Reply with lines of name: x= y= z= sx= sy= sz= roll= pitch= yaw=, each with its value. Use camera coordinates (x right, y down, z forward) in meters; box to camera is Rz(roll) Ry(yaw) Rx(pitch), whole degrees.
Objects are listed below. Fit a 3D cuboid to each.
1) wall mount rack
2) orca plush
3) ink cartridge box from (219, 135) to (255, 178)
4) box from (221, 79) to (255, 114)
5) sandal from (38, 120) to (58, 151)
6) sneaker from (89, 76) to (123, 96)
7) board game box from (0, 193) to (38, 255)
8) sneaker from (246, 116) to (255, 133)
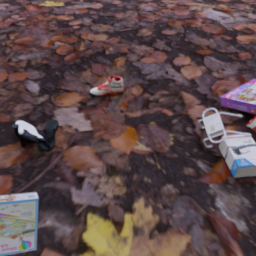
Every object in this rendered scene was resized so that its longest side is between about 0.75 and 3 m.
wall mount rack: x=2.841 y=-0.022 z=8.422 sx=1.314 sy=0.564 sz=1.512 roll=-21 pitch=38 yaw=19
orca plush: x=-2.965 y=0.328 z=8.419 sx=1.687 sy=0.600 sz=0.888 roll=23 pitch=10 yaw=28
ink cartridge box: x=3.197 y=0.758 z=7.860 sx=0.861 sy=0.502 sz=1.191 roll=-5 pitch=42 yaw=-6
box: x=4.408 y=-1.139 z=9.759 sx=1.962 sy=0.384 sz=1.342 roll=-26 pitch=29 yaw=-26
sandal: x=-2.482 y=0.152 z=8.665 sx=0.510 sy=0.325 sz=1.356 roll=-2 pitch=42 yaw=-2
sneaker: x=-0.805 y=-1.561 z=10.295 sx=1.273 sy=0.682 sz=0.425 roll=-3 pitch=42 yaw=-3
board game box: x=-2.257 y=1.627 z=4.578 sx=1.463 sy=0.984 sz=0.250 roll=1 pitch=12 yaw=-26
sneaker: x=4.597 y=-0.060 z=8.812 sx=2.033 sy=0.797 sz=1.174 roll=-26 pitch=71 yaw=-36
